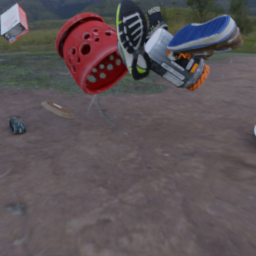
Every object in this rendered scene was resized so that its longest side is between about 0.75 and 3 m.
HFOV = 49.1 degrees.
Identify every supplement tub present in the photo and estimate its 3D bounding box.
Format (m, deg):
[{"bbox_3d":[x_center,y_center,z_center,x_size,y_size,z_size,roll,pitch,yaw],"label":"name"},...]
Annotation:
[{"bbox_3d":[1.886,-2.651,11.303,2.574,1.577,1.577,30,14,-15],"label":"supplement tub"}]

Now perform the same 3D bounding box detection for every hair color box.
[{"bbox_3d":[-3.689,-3.377,9.052,0.733,0.423,1.322,-31,49,9],"label":"hair color box"}]

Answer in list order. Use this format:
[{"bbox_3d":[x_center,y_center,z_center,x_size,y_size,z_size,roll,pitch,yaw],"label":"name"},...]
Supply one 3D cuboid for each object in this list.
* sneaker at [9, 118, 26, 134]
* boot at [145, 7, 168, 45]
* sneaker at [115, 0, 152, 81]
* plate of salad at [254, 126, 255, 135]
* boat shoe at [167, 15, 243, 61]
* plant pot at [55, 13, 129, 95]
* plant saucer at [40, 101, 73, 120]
[{"bbox_3d":[-4.459,-0.050,11.218,0.476,0.453,1.201,1,24,-35],"label":"sneaker"},{"bbox_3d":[1.094,-4.970,13.737,1.663,1.256,0.600,-25,-14,37],"label":"boot"},{"bbox_3d":[-0.004,-2.440,7.818,0.890,2.408,0.975,-30,53,-14],"label":"sneaker"},{"bbox_3d":[5.755,0.374,9.607,2.676,0.643,2.676,-3,29,2],"label":"plate of salad"},{"bbox_3d":[2.383,-2.715,9.147,1.070,1.068,2.957,37,-6,-25],"label":"boat shoe"},{"bbox_3d":[-1.411,-3.151,11.604,2.705,2.705,2.463,-21,69,-45],"label":"plant pot"},{"bbox_3d":[-2.062,-0.532,8.232,1.021,0.150,1.021,27,8,-4],"label":"plant saucer"}]
